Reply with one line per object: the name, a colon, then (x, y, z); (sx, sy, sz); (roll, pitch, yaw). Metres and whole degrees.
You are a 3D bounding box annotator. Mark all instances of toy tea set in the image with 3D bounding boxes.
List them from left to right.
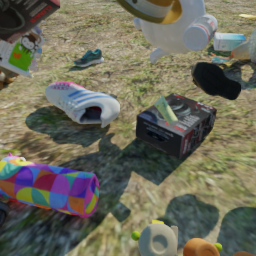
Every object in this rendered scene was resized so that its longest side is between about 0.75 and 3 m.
toy tea set: (0.950, 2.189, 4.086); (2.141, 0.792, 1.273); (17, 68, -7)

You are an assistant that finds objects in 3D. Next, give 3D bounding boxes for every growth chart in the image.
growth chart: (-2.758, -2.217, 7.342); (0.149, 1.685, 1.219); (27, 12, 41)

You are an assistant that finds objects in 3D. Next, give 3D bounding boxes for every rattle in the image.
rattle: (5.102, -2.635, 11.249); (2.994, 2.139, 1.949); (-25, 9, -7)

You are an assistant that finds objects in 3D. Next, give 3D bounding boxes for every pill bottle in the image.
pill bottle: (1.302, -1.707, 4.973); (0.446, 0.446, 0.770); (18, 45, 24)

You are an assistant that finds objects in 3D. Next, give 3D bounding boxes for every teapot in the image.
teapot: (0.927, -2.824, 6.930); (1.610, 2.204, 2.176); (-11, 9, 8)

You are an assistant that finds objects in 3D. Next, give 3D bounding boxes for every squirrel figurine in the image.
squirrel figurine: (-4.575, -2.015, 10.079); (1.153, 0.816, 1.077); (15, 31, 16)

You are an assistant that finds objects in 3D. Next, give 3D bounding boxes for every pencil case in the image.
pencil case: (-1.601, 1.093, 5.457); (2.099, 0.927, 0.927); (12, 36, 12)

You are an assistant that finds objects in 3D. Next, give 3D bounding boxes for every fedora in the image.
fedora: (0.424, -2.753, 5.304); (1.698, 0.692, 1.698); (12, 58, -20)

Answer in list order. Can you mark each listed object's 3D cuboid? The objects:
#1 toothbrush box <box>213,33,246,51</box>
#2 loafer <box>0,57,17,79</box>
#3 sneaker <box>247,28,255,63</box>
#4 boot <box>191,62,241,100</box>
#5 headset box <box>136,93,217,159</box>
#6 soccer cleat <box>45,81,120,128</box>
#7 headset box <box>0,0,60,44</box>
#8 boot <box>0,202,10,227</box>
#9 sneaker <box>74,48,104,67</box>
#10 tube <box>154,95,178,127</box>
toothbrush box: (4.730, -4.034, 13.139); (1.314, 0.560, 0.962); (5, 35, 7)
loafer: (-3.456, -2.174, 8.166); (0.682, 0.605, 1.793); (-29, 48, 3)
sneaker: (3.546, -2.357, 6.440); (0.985, 1.981, 0.689); (20, 2, -9)
boot: (1.079, -0.701, 4.083); (1.000, 0.387, 0.692); (23, 6, -39)
headset box: (1.203, -0.097, 7.325); (1.405, 0.729, 1.888); (27, 41, 33)
soccer cleat: (-1.505, -0.680, 8.032); (2.574, 0.899, 1.111); (13, 46, 22)
headset box: (-2.506, -2.568, 5.365); (1.585, 0.822, 2.130); (-23, -16, 25)
boot: (-2.824, 1.830, 4.732); (1.503, 0.520, 1.309); (0, 34, -4)
sneaker: (-1.640, -2.922, 11.501); (1.338, 0.610, 0.519); (-24, 41, -30)
tube: (0.816, -0.362, 6.119); (0.232, 0.208, 0.800); (-20, 52, -7)
